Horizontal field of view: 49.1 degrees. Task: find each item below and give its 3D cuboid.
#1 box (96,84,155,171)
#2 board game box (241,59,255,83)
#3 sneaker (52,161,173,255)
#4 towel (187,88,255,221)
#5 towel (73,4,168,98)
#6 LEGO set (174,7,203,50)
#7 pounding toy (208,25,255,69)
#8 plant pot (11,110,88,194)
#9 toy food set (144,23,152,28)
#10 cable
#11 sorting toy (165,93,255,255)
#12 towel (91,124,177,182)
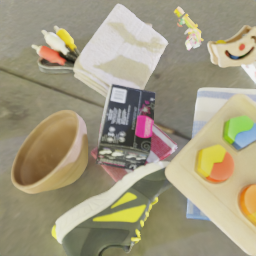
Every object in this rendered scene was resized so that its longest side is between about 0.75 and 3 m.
[{"bbox_3d":[-0.058,-0.001,6.151,1.068,0.927,1.616,11,55,-4],"label":"box"},{"bbox_3d":[4.421,-1.356,7.834,1.475,0.404,2.337,-13,54,-10],"label":"board game box"},{"bbox_3d":[-0.002,1.657,5.349,2.730,1.017,1.155,-30,66,-11],"label":"sneaker"},{"bbox_3d":[2.383,0.511,5.750,2.146,0.348,2.921,6,73,14],"label":"towel"},{"bbox_3d":[-0.130,-1.979,7.659,1.907,0.496,2.878,35,59,-12],"label":"towel"},{"bbox_3d":[1.671,-2.736,8.016,0.513,1.379,0.635,-44,41,4],"label":"LEGO set"},{"bbox_3d":[3.124,-2.142,7.442,1.741,0.995,0.999,-8,27,-10],"label":"pounding toy"},{"bbox_3d":[-1.454,0.596,5.839,1.852,0.855,1.852,-24,43,24],"label":"plant pot"},{"bbox_3d":[0.205,-2.730,8.866,1.397,0.346,2.198,-1,53,-4],"label":"toy food set"},{"bbox_3d":[-1.526,-1.890,8.019,2.891,0.727,1.404,32,70,20],"label":"cable"},{"bbox_3d":[2.163,0.708,5.088,2.122,0.418,2.293,43,75,11],"label":"sorting toy"},{"bbox_3d":[0.151,0.518,6.581,1.697,0.193,1.223,-33,59,-23],"label":"towel"}]
